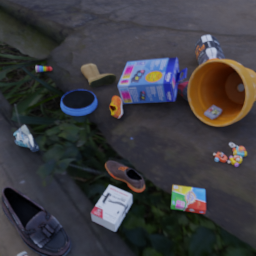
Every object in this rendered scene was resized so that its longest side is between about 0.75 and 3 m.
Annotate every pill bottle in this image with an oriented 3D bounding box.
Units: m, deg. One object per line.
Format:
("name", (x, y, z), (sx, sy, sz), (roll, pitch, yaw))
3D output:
("pill bottle", (4.423, -3.835, 15.120), (1.382, 1.382, 2.602), (2, 42, 2))

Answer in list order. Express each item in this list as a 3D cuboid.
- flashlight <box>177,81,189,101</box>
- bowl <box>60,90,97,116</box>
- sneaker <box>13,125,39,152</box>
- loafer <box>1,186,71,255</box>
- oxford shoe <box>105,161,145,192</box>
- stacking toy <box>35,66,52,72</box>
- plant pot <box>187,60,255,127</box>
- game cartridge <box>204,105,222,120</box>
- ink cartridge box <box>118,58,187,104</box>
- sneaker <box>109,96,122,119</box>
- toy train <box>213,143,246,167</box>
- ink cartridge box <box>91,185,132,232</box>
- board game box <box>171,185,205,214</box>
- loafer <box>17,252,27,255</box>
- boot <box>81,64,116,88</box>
("flashlight", (2.436, -2.309, 13.797), (0.956, 0.960, 2.825), (18, 23, -42))
("bowl", (-2.291, -1.213, 12.996), (1.696, 0.333, 1.696), (0, 42, 0))
("sneaker", (-4.010, 0.549, 10.963), (0.675, 0.607, 1.565), (-33, 43, -16))
("loafer", (-2.842, 2.707, 8.217), (2.812, 0.886, 1.011), (28, 49, 28))
("oxford shoe", (-0.108, 1.520, 9.736), (1.714, 0.622, 0.610), (28, 49, 27))
("stacking toy", (-4.582, -3.190, 15.234), (0.829, 0.354, 0.354), (-1, 42, -10))
("plant pot", (4.358, -1.608, 11.977), (2.457, 2.684, 2.684), (-16, 42, -40))
("game cartridge", (3.702, -0.666, 12.125), (0.507, 0.156, 0.762), (37, 56, 25))
("ink cartridge box", (1.227, -2.190, 12.909), (2.939, 1.122, 2.005), (0, 47, 18))
("sneaker", (-0.578, -1.025, 12.536), (0.550, 0.521, 1.427), (29, 29, -29))
("toy train", (3.896, 0.944, 10.579), (1.291, 0.359, 0.969), (-33, 52, -31))
("ink cartridge box", (-0.493, 2.486, 8.764), (0.842, 0.489, 1.167), (19, 45, 20))
("board game box", (1.961, 2.324, 9.148), (1.073, 0.216, 0.821), (6, 42, 7))
("loafer", (-3.353, 4.152, 6.792), (2.422, 0.871, 0.762), (-37, 70, -26))
("boot", (-1.570, -2.865, 14.670), (1.504, 0.568, 1.718), (-14, 43, -15))
